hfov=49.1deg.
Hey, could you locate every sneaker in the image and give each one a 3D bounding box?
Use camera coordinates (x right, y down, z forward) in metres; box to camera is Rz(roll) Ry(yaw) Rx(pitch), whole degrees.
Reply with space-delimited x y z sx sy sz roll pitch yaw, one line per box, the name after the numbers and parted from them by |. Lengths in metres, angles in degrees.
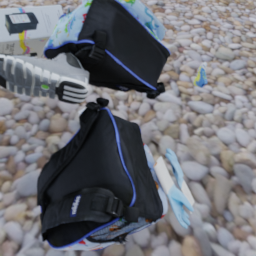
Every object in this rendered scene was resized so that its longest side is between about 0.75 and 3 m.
2.205 -1.507 8.173 0.289 0.763 0.401 -20 51 -36 | sneaker
-1.730 -1.189 5.679 1.988 0.746 1.148 18 43 -13 | sneaker

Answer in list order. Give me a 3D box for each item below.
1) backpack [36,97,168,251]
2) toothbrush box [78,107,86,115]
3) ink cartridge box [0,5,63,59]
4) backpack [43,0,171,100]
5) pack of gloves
-0.713 1.336 6.321 2.820 2.281 2.961 -34 46 22 | backpack
-1.176 -0.359 9.456 0.618 0.365 0.849 -36 57 -28 | toothbrush box
-3.399 -2.938 9.014 2.501 1.823 1.036 -17 89 -26 | ink cartridge box
-0.583 -2.163 7.313 2.859 2.617 2.101 8 75 50 | backpack
1.263 1.360 6.658 0.344 1.743 1.464 -20 8 27 | pack of gloves
